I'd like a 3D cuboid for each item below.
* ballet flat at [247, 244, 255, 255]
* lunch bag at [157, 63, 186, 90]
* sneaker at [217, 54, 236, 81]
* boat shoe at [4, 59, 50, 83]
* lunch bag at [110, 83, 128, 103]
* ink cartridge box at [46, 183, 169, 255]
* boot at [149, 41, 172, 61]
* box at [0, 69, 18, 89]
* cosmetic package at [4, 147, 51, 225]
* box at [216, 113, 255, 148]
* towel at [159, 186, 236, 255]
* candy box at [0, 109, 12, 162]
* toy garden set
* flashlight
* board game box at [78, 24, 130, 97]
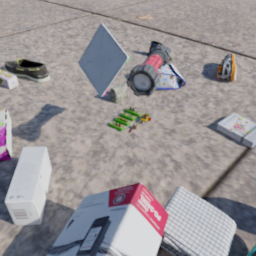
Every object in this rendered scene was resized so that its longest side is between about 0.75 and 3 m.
[{"bbox_3d":[2.547,3.204,5.869,2.731,0.928,0.934,-30,55,-19],"label":"ballet flat"},{"bbox_3d":[1.775,-2.427,12.992,1.574,0.974,1.338,5,36,-17],"label":"lunch bag"},{"bbox_3d":[4.863,-3.043,13.887,0.846,0.857,2.190,-1,35,17],"label":"sneaker"},{"bbox_3d":[-5.034,-2.996,13.780,2.745,0.826,0.979,18,41,22],"label":"boat shoe"},{"bbox_3d":[-0.397,-1.530,12.039,0.782,0.656,0.545,-29,47,-32],"label":"lunch bag"},{"bbox_3d":[-0.599,2.604,5.608,1.986,1.140,2.734,-23,23,38],"label":"ink cartridge box"},{"bbox_3d":[1.755,-4.210,15.382,1.613,0.782,0.603,31,47,34],"label":"boot"},{"bbox_3d":[-6.308,-2.518,13.428,2.602,0.503,0.539,24,44,28],"label":"box"},{"bbox_3d":[-2.690,1.545,7.798,0.752,1.033,2.032,-1,39,-2],"label":"cosmetic package"},{"bbox_3d":[4.196,0.057,10.300,1.126,0.297,1.444,-28,45,-31],"label":"box"},{"bbox_3d":[1.531,2.463,6.666,1.742,0.746,1.443,30,48,13],"label":"towel"},{"bbox_3d":[-4.884,0.302,9.658,1.524,0.682,2.235,-13,39,-15],"label":"candy box"},{"bbox_3d":[0.113,-0.321,10.793,1.153,0.276,1.383,23,43,27],"label":"toy garden set"},{"bbox_3d":[0.680,-1.666,7.610,0.789,0.792,2.331,24,39,7],"label":"flashlight"},{"bbox_3d":[-0.461,-1.228,5.147,0.123,0.953,0.953,-6,54,-49],"label":"board game box"}]
